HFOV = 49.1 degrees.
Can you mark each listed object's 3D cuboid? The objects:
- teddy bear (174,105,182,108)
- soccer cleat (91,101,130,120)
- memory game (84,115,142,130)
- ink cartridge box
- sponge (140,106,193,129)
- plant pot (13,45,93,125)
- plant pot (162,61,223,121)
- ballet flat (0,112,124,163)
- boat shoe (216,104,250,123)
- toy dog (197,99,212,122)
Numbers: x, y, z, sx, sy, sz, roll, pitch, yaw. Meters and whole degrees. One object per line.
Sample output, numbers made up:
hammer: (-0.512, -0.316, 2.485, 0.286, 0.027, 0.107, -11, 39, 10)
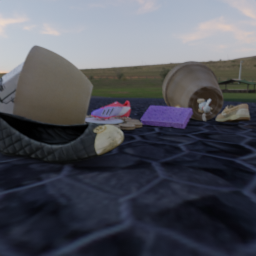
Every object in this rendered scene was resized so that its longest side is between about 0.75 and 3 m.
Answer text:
teddy bear: (1.803, -0.559, 11.376, 1.148, 0.529, 1.583, -21, -2, -12)
soccer cleat: (-0.621, -0.658, 10.304, 1.689, 0.646, 0.563, -5, 14, -38)
memory game: (-0.921, -0.196, 10.011, 2.832, 0.180, 2.832, 3, 10, 0)
ink cartridge box: (-2.940, -0.759, 7.433, 1.704, 1.244, 0.719, -37, 32, 0)
sponge: (1.381, -0.416, 10.159, 1.674, 0.250, 0.934, 6, 42, 31)
plant pot: (-1.805, -0.762, 7.267, 1.593, 2.372, 2.372, 12, 6, -8)
plant pot: (3.054, -1.472, 12.536, 2.644, 2.644, 2.294, -1, 23, -6)
ballet flat: (-1.470, 0.127, 5.303, 2.858, 0.812, 0.950, 0, 25, 19)
boat shoe: (3.801, -0.511, 10.175, 0.657, 0.595, 1.843, 3, -3, -12)
toy dog: (2.665, -0.692, 9.434, 0.459, 0.629, 0.954, -9, 35, 1)
